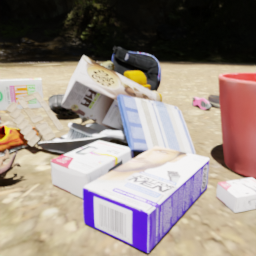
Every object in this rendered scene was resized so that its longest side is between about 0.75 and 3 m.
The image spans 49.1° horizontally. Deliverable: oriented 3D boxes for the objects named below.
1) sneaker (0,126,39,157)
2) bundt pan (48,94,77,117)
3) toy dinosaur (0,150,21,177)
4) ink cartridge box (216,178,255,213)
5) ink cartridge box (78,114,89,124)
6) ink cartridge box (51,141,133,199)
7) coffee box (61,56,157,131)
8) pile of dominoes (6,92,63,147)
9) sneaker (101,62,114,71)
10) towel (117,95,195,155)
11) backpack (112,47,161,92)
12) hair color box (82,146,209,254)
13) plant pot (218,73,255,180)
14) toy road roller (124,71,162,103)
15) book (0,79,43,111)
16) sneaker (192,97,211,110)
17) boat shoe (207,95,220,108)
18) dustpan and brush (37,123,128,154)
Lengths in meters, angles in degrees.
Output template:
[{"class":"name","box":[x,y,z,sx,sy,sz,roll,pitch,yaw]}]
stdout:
[{"class":"sneaker","box":[-3.210,0.238,7.918,0.700,0.740,1.918,4,16,21]},{"class":"bundt pan","box":[-2.536,-0.834,11.132,1.346,0.505,1.346,2,-19,1]},{"class":"toy dinosaur","box":[-2.799,0.879,5.830,1.199,0.515,0.813,-17,13,18]},{"class":"ink cartridge box","box":[2.171,1.243,5.257,0.804,0.333,0.589,-5,17,-17]},{"class":"ink cartridge box","box":[-1.180,-0.811,9.805,0.911,0.359,1.832,-29,-12,-37]},{"class":"ink cartridge box","box":[-0.738,0.844,6.053,1.097,0.637,1.487,11,22,35]},{"class":"coffee box","box":[-0.431,-0.772,7.767,2.439,0.974,1.379,26,36,-18]},{"class":"pile of dominoes","box":[-2.666,-0.226,7.922,1.145,1.469,0.234,-31,-9,-40]},{"class":"sneaker","box":[-1.247,-2.008,13.298,1.114,2.514,0.967,24,-13,39]},{"class":"towel","box":[0.735,-0.018,7.080,2.181,1.602,0.260,8,-36,-37]},{"class":"backpack","box":[0.456,-2.788,15.228,2.686,2.820,2.172,10,6,19]},{"class":"hair color box","box":[0.444,1.087,5.083,1.277,0.757,2.337,11,18,33]},{"class":"plant pot","box":[3.250,-0.090,6.471,2.468,2.184,2.468,-1,16,0]},{"class":"toy road roller","box":[0.487,-1.828,13.263,1.351,1.605,2.199,-12,21,-35]},{"class":"book","box":[-4.957,-1.549,12.776,2.016,1.347,0.484,-7,23,-21]},{"class":"sneaker","box":[3.542,-1.127,13.001,0.657,0.544,1.377,7,15,-18]},{"class":"boat shoe","box":[5.144,-1.404,12.788,2.910,1.067,1.084,8,18,25]},{"class":"dustpan and brush","box":[-0.859,0.245,7.667,2.872,0.822,2.004,16,23,30]}]
